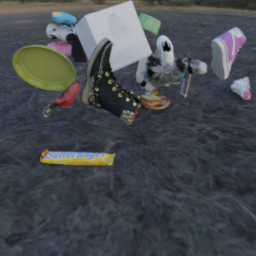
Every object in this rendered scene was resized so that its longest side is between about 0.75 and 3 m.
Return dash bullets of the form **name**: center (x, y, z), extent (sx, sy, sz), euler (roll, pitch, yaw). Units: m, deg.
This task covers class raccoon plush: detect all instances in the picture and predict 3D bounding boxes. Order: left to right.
- **raccoon plush**: center (1.284, -1.528, 8.955), extent (2.107, 1.411, 1.019), euler (18, 62, 9)

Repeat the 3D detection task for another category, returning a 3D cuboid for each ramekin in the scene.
- **ramekin**: center (0.834, -4.296, 11.566), extent (1.026, 0.501, 1.026), euler (23, 16, -7)

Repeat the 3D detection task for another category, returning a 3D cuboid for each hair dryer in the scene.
- **hair dryer**: center (-1.799, -0.749, 7.794), extent (1.413, 0.384, 1.077), euler (-52, 9, -17)

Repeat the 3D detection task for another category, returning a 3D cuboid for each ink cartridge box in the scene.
- **ink cartridge box**: center (0.852, -2.660, 12.158), extent (0.670, 1.163, 2.008), euler (16, 21, 9)

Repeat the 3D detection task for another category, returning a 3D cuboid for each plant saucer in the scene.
- **plant saucer**: center (-2.535, -1.865, 8.631), extent (1.917, 1.917, 0.298), euler (2, 59, 4)

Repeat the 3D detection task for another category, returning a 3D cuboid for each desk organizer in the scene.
- **desk organizer**: center (-2.348, -4.155, 13.046), extent (0.749, 2.090, 0.805), euler (6, 44, 22)

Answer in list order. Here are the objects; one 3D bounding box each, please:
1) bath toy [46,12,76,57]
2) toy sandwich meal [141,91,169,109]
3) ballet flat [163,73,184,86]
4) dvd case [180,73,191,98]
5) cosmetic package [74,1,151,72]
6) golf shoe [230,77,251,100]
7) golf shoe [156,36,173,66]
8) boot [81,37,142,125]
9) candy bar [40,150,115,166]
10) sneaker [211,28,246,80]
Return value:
- **bath toy**: center (-2.981, -3.475, 12.112), extent (1.197, 2.752, 1.017), euler (13, 36, -3)
- **toy sandwich meal**: center (1.304, -1.395, 13.811), extent (1.543, 0.528, 1.543), euler (0, 30, 0)
- **ballet flat**: center (1.851, -2.053, 12.167), extent (1.563, 0.580, 0.580), euler (-7, 27, 15)
- **dvd case**: center (2.158, -1.638, 10.576), extent (0.069, 0.867, 0.644), euler (6, 19, -8)
- **cosmetic package**: center (-0.539, -3.205, 10.308), extent (2.023, 2.029, 1.248), euler (-29, 13, -25)
- **golf shoe**: center (5.951, -1.996, 14.817), extent (0.980, 0.806, 2.141), euler (-6, 24, 24)
- **golf shoe**: center (1.015, -2.171, 7.441), extent (0.435, 0.540, 1.111), euler (-8, 56, -1)
- **boot**: center (-0.341, -1.278, 8.236), extent (1.789, 2.369, 0.855), euler (30, 44, 6)
- **candy bar**: center (-1.772, 1.059, 9.757), extent (2.596, 0.288, 0.647), euler (3, 29, 3)
- **sneaker**: center (3.960, -2.836, 10.822), extent (1.306, 2.291, 0.830), euler (-36, 62, -4)
